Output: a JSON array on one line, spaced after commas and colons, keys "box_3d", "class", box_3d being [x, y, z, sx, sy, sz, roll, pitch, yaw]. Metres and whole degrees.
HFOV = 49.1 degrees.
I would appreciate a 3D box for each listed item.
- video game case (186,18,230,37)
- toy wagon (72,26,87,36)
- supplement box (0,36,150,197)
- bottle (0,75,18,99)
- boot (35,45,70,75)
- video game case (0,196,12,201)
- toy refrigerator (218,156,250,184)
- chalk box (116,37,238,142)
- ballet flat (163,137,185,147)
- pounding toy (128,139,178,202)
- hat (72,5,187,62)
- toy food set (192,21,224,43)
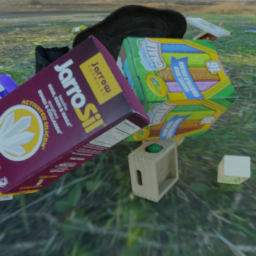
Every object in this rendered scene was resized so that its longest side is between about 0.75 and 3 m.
[{"box_3d": [2.250, -2.830, 7.857, 1.047, 0.115, 0.953, 36, 35, 22], "class": "video game case"}, {"box_3d": [-1.192, -2.699, 8.142, 0.846, 0.216, 1.090, 14, -8, 4], "class": "toy wagon"}, {"box_3d": [-1.070, -0.088, 4.427, 2.431, 1.341, 1.041, -31, -14, 10], "class": "supplement box"}, {"box_3d": [-3.984, -0.157, 7.038, 1.222, 0.955, 2.925, 45, 65, 9], "class": "bottle"}, {"box_3d": [-2.232, -1.043, 7.894, 1.056, 2.338, 2.853, -6, 12, -24], "class": "boot"}, {"box_3d": [-2.854, 1.244, 5.807, 0.751, 0.685, 0.086, -6, 28, -11], "class": "video game case"}, {"box_3d": [2.210, 0.935, 5.950, 0.478, 0.441, 1.259, 3, -17, 12], "class": "toy refrigerator"}, {"box_3d": [0.562, -0.757, 5.853, 2.540, 1.585, 1.574, -5, 62, -18], "class": "chalk box"}, {"box_3d": [1.549, -0.572, 7.619, 0.791, 2.306, 0.727, 20, -3, 38], "class": "ballet flat"}, {"box_3d": [0.509, 0.705, 6.201, 0.885, 1.245, 1.147, 9, 27, 36], "class": "pounding toy"}, {"box_3d": [0.115, -1.719, 7.045, 2.967, 1.197, 2.967, -10, -10, -2], "class": "hat"}, {"box_3d": [2.399, -2.723, 9.065, 1.663, 0.334, 1.148, -29, -9, 7], "class": "toy food set"}]
